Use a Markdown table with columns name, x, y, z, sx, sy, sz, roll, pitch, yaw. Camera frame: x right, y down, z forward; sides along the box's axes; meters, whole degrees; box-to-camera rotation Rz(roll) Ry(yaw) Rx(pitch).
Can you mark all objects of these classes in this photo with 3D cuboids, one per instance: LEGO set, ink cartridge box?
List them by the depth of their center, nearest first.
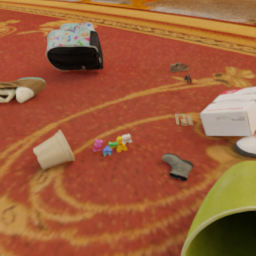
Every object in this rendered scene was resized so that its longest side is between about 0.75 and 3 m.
| name | x | y | z | sx | sy | sz | roll | pitch | yaw |
| --- | --- | --- | --- | --- | --- | --- | --- | --- | --- |
| LEGO set | -0.419 | 0.464 | 8.624 | 1.275 | 0.523 | 0.486 | -13 | 37 | -19 |
| ink cartridge box | 3.627 | -0.559 | 9.401 | 1.541 | 0.884 | 2.121 | -1 | 26 | 44 |

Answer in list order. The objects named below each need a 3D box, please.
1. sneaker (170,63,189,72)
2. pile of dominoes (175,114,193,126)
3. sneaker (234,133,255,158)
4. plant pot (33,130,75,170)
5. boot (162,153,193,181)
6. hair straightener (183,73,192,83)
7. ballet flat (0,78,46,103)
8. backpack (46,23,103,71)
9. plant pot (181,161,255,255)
| name | x | y | z | sx | sy | sz | roll | pitch | yaw |
| --- | --- | --- | --- | --- | --- | --- | --- | --- | --- |
| sneaker | 2.598 | -3.058 | 13.963 | 1.078 | 0.407 | 0.380 | -15 | 37 | -21 |
| pile of dominoes | 2.033 | -0.337 | 10.177 | 0.595 | 0.122 | 0.764 | 2 | 34 | 3 |
| sneaker | 4.542 | 0.028 | 8.478 | 2.614 | 1.401 | 0.873 | -7 | 35 | -10 |
| plant pot | -2.157 | 0.705 | 8.017 | 0.907 | 0.991 | 0.991 | -27 | 41 | -16 |
| boot | 1.300 | 1.099 | 7.890 | 0.976 | 0.331 | 0.638 | 18 | 43 | 27 |
| hair straightener | 2.768 | -2.345 | 13.083 | 0.375 | 0.200 | 0.976 | 4 | 36 | 5 |
| ballet flat | -4.653 | -1.438 | 11.282 | 2.627 | 0.891 | 0.950 | -1 | 53 | -1 |
| backpack | -2.539 | -3.699 | 13.164 | 2.523 | 2.240 | 1.900 | -7 | 70 | 2 |
| plant pot | 2.430 | 1.789 | 5.271 | 2.568 | 2.568 | 2.744 | 10 | 22 | 14 |
